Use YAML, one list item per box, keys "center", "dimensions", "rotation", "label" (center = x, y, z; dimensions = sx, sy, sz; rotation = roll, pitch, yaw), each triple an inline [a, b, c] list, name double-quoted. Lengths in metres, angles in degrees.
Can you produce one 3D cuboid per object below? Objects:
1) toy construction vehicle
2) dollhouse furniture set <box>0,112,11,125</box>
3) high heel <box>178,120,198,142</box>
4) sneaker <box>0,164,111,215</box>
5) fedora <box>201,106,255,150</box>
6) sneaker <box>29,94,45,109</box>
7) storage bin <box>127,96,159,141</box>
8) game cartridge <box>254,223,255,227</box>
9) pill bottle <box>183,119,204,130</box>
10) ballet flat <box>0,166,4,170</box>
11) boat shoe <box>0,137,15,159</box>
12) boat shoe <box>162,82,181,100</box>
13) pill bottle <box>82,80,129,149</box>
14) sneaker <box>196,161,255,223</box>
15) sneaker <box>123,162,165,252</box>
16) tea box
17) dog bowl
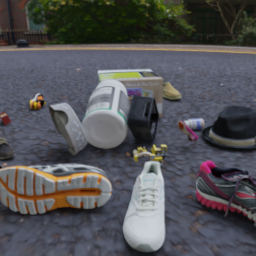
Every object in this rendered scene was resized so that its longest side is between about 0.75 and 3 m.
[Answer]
- center: [0.770, 0.836, 9.355]
  dimensions: [1.199, 0.422, 1.044]
  rotation: [0, 22, -1]
  label: "toy construction vehicle"
- center: [-5.737, -0.267, 12.295]
  dimensions: [0.998, 0.406, 0.537]
  rotation: [-29, 33, -21]
  label: "dollhouse furniture set"
- center: [2.165, 0.096, 10.183]
  dimensions: [0.444, 0.312, 0.924]
  rotation: [-12, 67, -45]
  label: "high heel"
- center: [-1.911, 1.438, 7.140]
  dimensions: [2.965, 1.161, 1.145]
  rotation: [5, 13, -4]
  label: "sneaker"
- center: [4.163, -0.156, 10.766]
  dimensions: [2.647, 1.209, 2.647]
  rotation: [0, 21, 0]
  label: "fedora"
- center: [-4.631, -1.342, 14.741]
  dimensions: [0.687, 0.534, 1.527]
  rotation: [9, 26, 1]
  label: "sneaker"
- center: [0.579, -0.311, 10.193]
  dimensions: [0.788, 1.137, 1.682]
  rotation: [7, -21, 17]
  label: "storage bin"
- center: [3.422, 2.176, 6.365]
  dimensions: [0.951, 0.194, 0.633]
  rotation: [-15, 29, -33]
  label: "game cartridge"
- center: [2.738, -0.137, 11.756]
  dimensions: [0.787, 0.441, 0.441]
  rotation: [-4, 22, -10]
  label: "pill bottle"
- center: [-4.231, 1.366, 7.800]
  dimensions: [1.506, 0.428, 0.501]
  rotation: [-12, 36, -44]
  label: "ballet flat"
- center: [-4.445, 0.633, 9.671]
  dimensions: [1.532, 0.562, 0.571]
  rotation: [18, 28, 38]
  label: "boat shoe"
- center: [2.291, -2.243, 16.410]
  dimensions: [0.814, 0.865, 2.270]
  rotation: [-12, 25, -27]
  label: "boat shoe"
- center: [-0.779, -0.662, 10.807]
  dimensions: [1.618, 1.618, 2.861]
  rotation: [1, 34, 3]
  label: "pill bottle"
- center: [2.884, 1.520, 6.522]
  dimensions: [2.719, 1.015, 1.096]
  rotation: [7, 20, 31]
  label: "sneaker"
- center: [0.402, 1.680, 6.490]
  dimensions: [0.908, 1.034, 2.581]
  rotation: [4, 24, 5]
  label: "sneaker"
- center: [-0.001, -1.705, 13.679]
  dimensions: [2.818, 1.883, 2.772]
  rotation: [-3, 20, -7]
  label: "tea box"
- center: [-2.014, -0.006, 9.451]
  dimensions: [0.540, 1.842, 1.842]
  rotation: [-28, 32, -22]
  label: "dog bowl"
